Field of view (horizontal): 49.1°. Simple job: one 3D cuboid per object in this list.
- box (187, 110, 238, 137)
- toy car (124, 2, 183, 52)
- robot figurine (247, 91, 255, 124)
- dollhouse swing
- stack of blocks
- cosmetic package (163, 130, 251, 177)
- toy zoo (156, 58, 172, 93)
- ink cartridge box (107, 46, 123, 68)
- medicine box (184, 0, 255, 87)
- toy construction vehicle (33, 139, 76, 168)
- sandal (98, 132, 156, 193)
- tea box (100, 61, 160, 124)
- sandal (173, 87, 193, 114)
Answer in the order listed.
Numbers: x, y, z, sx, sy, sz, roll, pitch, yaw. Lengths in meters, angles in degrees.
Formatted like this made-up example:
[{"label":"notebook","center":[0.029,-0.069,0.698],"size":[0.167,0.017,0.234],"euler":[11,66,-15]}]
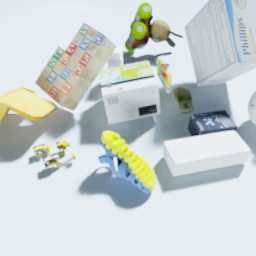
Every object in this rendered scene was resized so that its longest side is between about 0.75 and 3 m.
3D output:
[{"label":"box","center":[2.711,0.012,9.103],"size":[1.265,0.677,0.939],"euler":[-7,40,-8]},{"label":"toy car","center":[1.321,-4.544,13.714],"size":[2.508,2.060,1.979],"euler":[18,83,-9]},{"label":"robot figurine","center":[5.196,-0.606,9.234],"size":[2.312,1.737,1.443],"euler":[14,65,16]},{"label":"dollhouse swing","center":[-3.571,-0.423,9.352],"size":[1.531,1.583,1.742],"euler":[37,23,-5]},{"label":"stack of blocks","center":[-1.925,-2.272,10.157],"size":[1.639,2.847,0.834],"euler":[39,8,27]},{"label":"cosmetic package","center":[2.271,0.735,8.258],"size":[2.314,0.586,0.955],"euler":[-8,39,-10]},{"label":"toy zoo","center":[1.427,-1.960,10.887],"size":[0.136,0.870,1.326],"euler":[-15,55,-9]},{"label":"ink cartridge box","center":[-0.524,-2.638,11.751],"size":[0.576,1.346,0.993],"euler":[1,34,4]},{"label":"medicine box","center":[3.629,-3.282,10.620],"size":[1.510,2.672,2.934],"euler":[-10,-4,-15]},{"label":"toy construction vehicle","center":[-2.215,0.802,8.434],"size":[1.114,0.392,0.970],"euler":[-17,35,-18]},{"label":"sandal","center":[-0.096,1.048,7.789],"size":[2.068,0.900,0.822],"euler":[44,27,20]},{"label":"tea box","center":[0.038,-1.323,10.115],"size":[1.899,1.269,1.868],"euler":[-12,39,-1]},{"label":"sandal","center":[2.035,-1.120,10.303],"size":[0.644,0.463,1.621],"euler":[-20,34,9]}]
